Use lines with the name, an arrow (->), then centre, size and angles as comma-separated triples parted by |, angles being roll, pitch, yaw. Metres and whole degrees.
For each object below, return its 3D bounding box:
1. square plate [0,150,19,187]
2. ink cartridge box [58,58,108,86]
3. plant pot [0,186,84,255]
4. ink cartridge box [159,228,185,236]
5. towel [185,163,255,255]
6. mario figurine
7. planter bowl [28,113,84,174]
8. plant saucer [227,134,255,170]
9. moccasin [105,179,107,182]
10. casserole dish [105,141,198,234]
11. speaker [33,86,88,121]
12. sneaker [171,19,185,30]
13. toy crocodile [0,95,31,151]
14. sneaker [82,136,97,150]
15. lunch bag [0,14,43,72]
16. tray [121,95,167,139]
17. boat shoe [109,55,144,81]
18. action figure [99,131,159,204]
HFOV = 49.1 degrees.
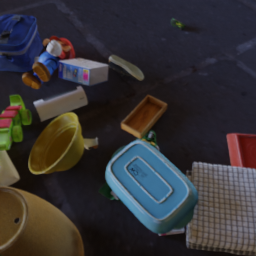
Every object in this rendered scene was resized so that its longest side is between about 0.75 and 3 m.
square plate -> -5.213, 1.277, 8.938 | 2.627, 0.377, 2.652 | -28, 56, -21
ink cartridge box -> -1.898, -2.301, 11.229 | 1.871, 0.714, 1.277 | 20, 27, 25
plant pot -> -2.504, 2.551, 6.264 | 2.703, 2.900, 2.703 | 1, 50, -1
ink cartridge box -> 1.136, 2.449, 8.070 | 0.708, 0.249, 1.186 | -4, 54, -5
towel -> 2.580, 2.212, 7.808 | 1.945, 1.005, 2.349 | 5, 52, 6
mario figurine -> -3.332, -2.923, 11.361 | 1.838, 1.578, 2.977 | 2, 40, 12
planter bowl -> -2.052, 0.660, 8.837 | 2.182, 0.909, 2.182 | -28, 40, 27
plant saucer -> 4.398, 0.954, 9.211 | 1.973, 0.362, 1.969 | 5, 51, 3
moccasin -> 0.312, 1.504, 7.974 | 2.028, 0.692, 0.816 | 11, 66, 10
casserole dish -> 0.554, 1.449, 7.550 | 1.733, 0.555, 2.861 | -40, 61, -13
speaker -> -2.515, -0.900, 10.457 | 1.881, 0.764, 0.764 | -23, 54, -17
sneaker -> 2.530, -5.325, 14.366 | 0.361, 0.330, 0.847 | -33, 67, -32
toy crocodile -> -4.036, -0.188, 9.555 | 0.957, 0.876, 2.836 | -3, 33, 0
sneaker -> -1.511, 0.534, 9.554 | 1.065, 0.451, 0.388 | 4, 20, 31
lunch bag -> -4.937, -3.730, 12.130 | 1.747, 1.701, 2.571 | 2, 50, 2
tray -> 0.610, -0.431, 10.357 | 0.880, 0.330, 1.784 | 29, 56, 22
boat shoe -> -0.104, -2.437, 11.821 | 1.695, 0.527, 0.632 | 31, 38, 7
action figure -> 0.327, 1.127, 8.852 | 1.559, 0.722, 2.639 | 21, 55, 8
